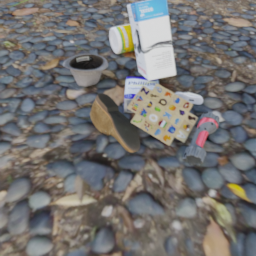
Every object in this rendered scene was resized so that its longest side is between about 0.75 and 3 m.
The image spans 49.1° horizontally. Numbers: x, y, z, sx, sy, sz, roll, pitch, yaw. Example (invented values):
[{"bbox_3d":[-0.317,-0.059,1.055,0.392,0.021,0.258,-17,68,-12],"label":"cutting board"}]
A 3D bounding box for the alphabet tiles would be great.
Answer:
[{"bbox_3d":[1.303,-0.551,10.539,2.476,0.078,2.060,31,65,5],"label":"alphabet tiles"}]

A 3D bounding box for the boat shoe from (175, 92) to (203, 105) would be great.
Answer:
[{"bbox_3d":[2.526,-1.296,11.812,1.244,0.441,0.434,8,32,4],"label":"boat shoe"}]

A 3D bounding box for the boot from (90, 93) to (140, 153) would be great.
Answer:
[{"bbox_3d":[-0.520,-0.014,10.288,0.978,1.003,2.657,-2,48,-49],"label":"boot"}]

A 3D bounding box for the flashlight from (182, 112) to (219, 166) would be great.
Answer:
[{"bbox_3d":[2.661,0.376,9.892,0.747,0.744,2.197,33,50,-2],"label":"flashlight"}]

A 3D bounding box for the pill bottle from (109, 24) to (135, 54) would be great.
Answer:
[{"bbox_3d":[0.345,-4.806,14.768,2.421,1.344,1.344,-18,47,-18],"label":"pill bottle"}]

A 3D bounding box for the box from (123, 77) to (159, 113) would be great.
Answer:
[{"bbox_3d":[0.546,-1.367,11.619,1.405,0.801,1.528,2,43,1],"label":"box"}]

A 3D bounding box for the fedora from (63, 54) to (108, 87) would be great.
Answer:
[{"bbox_3d":[-1.890,-2.546,12.667,1.973,1.007,2.231,4,34,1],"label":"fedora"}]

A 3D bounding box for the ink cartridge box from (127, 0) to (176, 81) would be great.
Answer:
[{"bbox_3d":[0.925,-3.627,11.467,1.228,2.934,2.129,-14,23,-5],"label":"ink cartridge box"}]
